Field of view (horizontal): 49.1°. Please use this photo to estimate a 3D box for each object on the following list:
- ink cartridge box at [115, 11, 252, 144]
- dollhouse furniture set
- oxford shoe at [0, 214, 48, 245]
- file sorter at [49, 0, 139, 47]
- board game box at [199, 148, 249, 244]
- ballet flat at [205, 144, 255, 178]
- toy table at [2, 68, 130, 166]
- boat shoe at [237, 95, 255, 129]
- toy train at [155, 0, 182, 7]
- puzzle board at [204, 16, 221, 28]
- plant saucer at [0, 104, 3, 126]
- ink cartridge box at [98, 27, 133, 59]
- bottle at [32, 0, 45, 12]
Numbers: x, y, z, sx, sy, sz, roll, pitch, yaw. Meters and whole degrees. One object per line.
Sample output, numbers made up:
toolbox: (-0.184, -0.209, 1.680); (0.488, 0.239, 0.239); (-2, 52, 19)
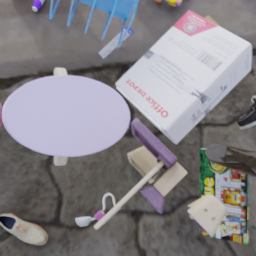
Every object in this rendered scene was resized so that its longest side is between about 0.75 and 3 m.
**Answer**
ink cartridge box: (1.294, -1.220, 6.756); (2.618, 1.084, 1.918); (-45, 59, 1)
dollhouse furniture set: (0.216, 1.496, 5.527); (1.898, 2.674, 2.119); (-43, 79, -8)
oxford shoe: (-3.006, 2.887, 7.891); (1.525, 0.563, 0.540); (20, 69, 8)
file sorter: (-0.729, -2.760, 6.168); (1.777, 1.233, 1.090); (19, 67, -13)
board game box: (2.207, 1.538, 6.493); (1.095, 0.245, 2.090); (0, 93, 34)
ballet flat: (2.423, 0.720, 5.629); (1.745, 0.405, 0.588); (15, 80, 23)
toy table: (-1.424, -0.269, 6.266); (2.565, 1.502, 2.357); (12, 85, -27)
boat shoe: (3.620, -0.744, 7.104); (0.880, 2.383, 0.719); (-37, 85, -35)
toy train: (1.734, -5.403, 11.319); (1.643, 0.457, 1.234); (13, 67, 2)
puzzle board: (3.118, -3.014, 10.475); (1.777, 0.205, 2.358); (-34, 73, -14)
plant saucer: (-4.010, -0.115, 6.986); (1.789, 1.789, 0.454); (-29, 59, -11)
ink cartridge box: (-0.343, -2.387, 7.846); (0.228, 1.032, 0.485); (48, 29, -12)
bottle: (-3.581, -5.025, 11.198); (0.271, 0.347, 0.831); (16, 70, 6)
